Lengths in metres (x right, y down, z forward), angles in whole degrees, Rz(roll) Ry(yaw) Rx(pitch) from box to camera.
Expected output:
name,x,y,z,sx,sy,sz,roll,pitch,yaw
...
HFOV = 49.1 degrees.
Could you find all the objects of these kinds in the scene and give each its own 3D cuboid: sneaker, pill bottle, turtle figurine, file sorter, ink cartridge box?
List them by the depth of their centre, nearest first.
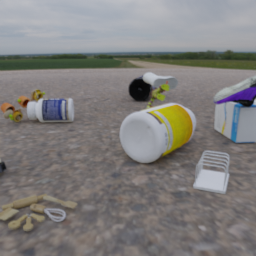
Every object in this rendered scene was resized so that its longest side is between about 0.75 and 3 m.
name,x,y,z,sx,sy,sz,roll,pitch,yaw
file sorter,2.033,1.017,6.718,0.707,0.634,1.018,7,16,22
pill bottle,1.068,0.048,8.637,1.458,1.458,2.669,12,18,36
sneaker,3.611,-0.978,8.962,1.691,0.841,0.588,-25,17,2
ink cartridge box,4.205,-0.360,10.318,1.356,1.333,1.842,-2,16,-8
turtle figurine,1.135,-1.327,10.590,0.502,1.557,1.256,41,-10,-8
pill bottle,-3.392,-0.766,12.339,1.877,1.043,1.043,-1,16,-5
sneaker,1.721,-2.607,15.159,2.000,0.737,1.156,0,27,-42
pill bottle,1.045,-2.650,18.295,1.507,1.507,2.694,4,16,15

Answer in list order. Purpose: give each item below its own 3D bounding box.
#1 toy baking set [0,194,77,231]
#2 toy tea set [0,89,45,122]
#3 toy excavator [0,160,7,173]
name,x,y,z,sx,sy,sz,roll,pitch,yaw
toy baking set,-1.778,1.626,5.458,1.410,0.164,1.082,-12,22,-36
toy tea set,-4.481,-0.783,12.396,0.824,1.324,2.227,34,43,22
toy excavator,-4.150,1.025,6.500,1.941,0.970,1.888,-13,14,1
